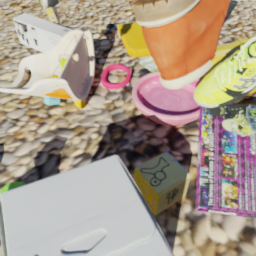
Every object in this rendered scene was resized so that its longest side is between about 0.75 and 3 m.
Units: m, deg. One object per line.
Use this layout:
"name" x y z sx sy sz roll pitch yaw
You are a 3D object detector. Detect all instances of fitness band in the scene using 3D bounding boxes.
"fitness band" -0.407 -1.813 9.880 1.008 0.263 1.404 3 43 7

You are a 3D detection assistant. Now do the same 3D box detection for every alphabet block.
"alphabet block" 0.736 1.231 6.292 0.903 0.887 0.882 -24 48 -23

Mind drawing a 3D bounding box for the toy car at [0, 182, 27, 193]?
"toy car" -3.117 1.509 6.204 2.549 0.604 2.709 0 45 1

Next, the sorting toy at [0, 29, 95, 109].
"sorting toy" -2.609 -1.731 9.042 2.647 1.571 2.940 0 45 11

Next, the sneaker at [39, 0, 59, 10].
"sneaker" -1.675 -2.994 5.772 0.435 1.027 0.383 -22 55 -26

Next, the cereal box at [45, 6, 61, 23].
"cereal box" -2.096 -3.249 7.572 0.204 0.743 1.033 -21 23 0

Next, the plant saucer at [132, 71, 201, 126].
"plant saucer" 1.323 -0.888 8.660 2.401 0.609 2.401 0 44 0

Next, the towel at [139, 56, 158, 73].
"towel" 0.914 -2.409 10.551 0.662 0.136 0.888 -26 50 -24

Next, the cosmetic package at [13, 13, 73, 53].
"cosmetic package" -3.298 -3.572 11.057 2.703 1.116 0.684 26 52 25

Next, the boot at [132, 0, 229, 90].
"boot" 1.113 -1.753 4.552 1.016 1.452 2.707 9 43 40

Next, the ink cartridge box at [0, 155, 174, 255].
"ink cartridge box" -0.583 2.054 4.259 1.841 2.534 1.833 -17 47 -17

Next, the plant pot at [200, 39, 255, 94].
"plant pot" 3.211 -1.971 8.998 1.624 1.726 1.726 2 44 7

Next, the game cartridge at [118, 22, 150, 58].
"game cartridge" 1.165 -3.849 11.852 2.819 0.457 2.485 -11 45 -7

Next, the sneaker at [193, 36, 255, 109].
"sneaker" 2.342 -1.297 5.676 0.990 2.592 0.977 14 52 -44

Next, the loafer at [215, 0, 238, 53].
"loafer" 2.373 -3.235 7.469 1.002 2.854 0.969 20 33 33

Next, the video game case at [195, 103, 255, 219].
"video game case" 2.896 0.712 6.536 2.481 0.490 2.738 6 64 6
